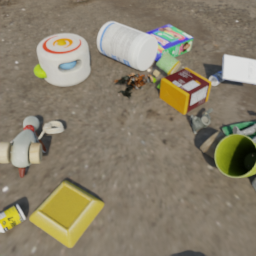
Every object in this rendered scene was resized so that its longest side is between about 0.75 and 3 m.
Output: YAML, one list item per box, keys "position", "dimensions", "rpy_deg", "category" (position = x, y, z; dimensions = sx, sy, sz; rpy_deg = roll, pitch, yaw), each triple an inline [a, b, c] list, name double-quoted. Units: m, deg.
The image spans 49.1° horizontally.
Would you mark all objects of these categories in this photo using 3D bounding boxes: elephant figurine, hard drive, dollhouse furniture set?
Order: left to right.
- position: [1.421, -2.343, 11.347]
  dimensions: [0.868, 1.325, 0.665]
  rpy_deg: [39, 18, 8]
  category: "dollhouse furniture set"
- position: [2.677, -0.257, 9.962]
  dimensions: [0.853, 0.662, 0.604]
  rpy_deg: [-9, 22, 2]
  category: "elephant figurine"
- position: [4.342, -2.234, 10.792]
  dimensions: [1.446, 0.183, 0.954]
  rpy_deg: [8, 79, -6]
  category: "hard drive"

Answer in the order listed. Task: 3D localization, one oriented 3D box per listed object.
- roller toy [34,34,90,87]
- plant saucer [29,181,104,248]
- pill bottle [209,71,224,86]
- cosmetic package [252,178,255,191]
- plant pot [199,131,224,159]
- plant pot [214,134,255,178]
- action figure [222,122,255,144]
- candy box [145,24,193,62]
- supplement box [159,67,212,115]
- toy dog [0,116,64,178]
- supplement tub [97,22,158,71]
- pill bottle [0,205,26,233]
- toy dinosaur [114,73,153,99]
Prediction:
- position: [-2.705, -2.996, 11.962]
  dimensions: [2.133, 1.634, 2.338]
  rpy_deg: [14, 47, 14]
  category: "roller toy"
- position: [-1.686, 2.207, 7.687]
  dimensions: [1.530, 0.371, 1.530]
  rpy_deg: [24, 49, 22]
  category: "plant saucer"
- position: [3.852, -2.131, 11.945]
  dimensions: [0.783, 0.445, 0.445]
  rpy_deg: [-32, 53, -28]
  category: "pill bottle"
- position: [4.457, 2.033, 7.502]
  dimensions: [1.122, 0.947, 2.100]
  rpy_deg: [-9, 49, -8]
  category: "cosmetic package"
- position: [2.884, 0.660, 8.972]
  dimensions: [0.886, 0.886, 0.769]
  rpy_deg: [-30, 68, -27]
  category: "plant pot"
- position: [3.420, 0.916, 8.221]
  dimensions: [1.318, 1.233, 1.233]
  rpy_deg: [18, 29, -43]
  category: "plant pot"
- position: [4.988, 0.001, 9.650]
  dimensions: [2.927, 0.800, 1.729]
  rpy_deg: [-16, 44, -20]
  category: "action figure"
- position: [1.779, -4.136, 13.676]
  dimensions: [2.092, 0.806, 1.768]
  rpy_deg: [-29, 53, -25]
  category: "candy box"
- position: [2.213, -1.470, 10.924]
  dimensions: [1.393, 0.925, 1.374]
  rpy_deg: [-28, 50, -26]
  category: "supplement box"
- position: [-3.171, 0.628, 8.849]
  dimensions: [1.606, 1.173, 2.435]
  rpy_deg: [14, 26, 8]
  category: "toy dog"
- position: [-0.068, -3.737, 12.731]
  dimensions: [2.425, 1.600, 1.600]
  rpy_deg: [31, 53, 27]
  category: "supplement tub"
- position: [-3.194, 2.437, 7.373]
  dimensions: [0.835, 0.477, 0.477]
  rpy_deg: [-29, 52, -26]
  category: "pill bottle"
- position: [0.144, -1.847, 11.466]
  dimensions: [1.765, 0.901, 1.198]
  rpy_deg: [-18, 21, 49]
  category: "toy dinosaur"
